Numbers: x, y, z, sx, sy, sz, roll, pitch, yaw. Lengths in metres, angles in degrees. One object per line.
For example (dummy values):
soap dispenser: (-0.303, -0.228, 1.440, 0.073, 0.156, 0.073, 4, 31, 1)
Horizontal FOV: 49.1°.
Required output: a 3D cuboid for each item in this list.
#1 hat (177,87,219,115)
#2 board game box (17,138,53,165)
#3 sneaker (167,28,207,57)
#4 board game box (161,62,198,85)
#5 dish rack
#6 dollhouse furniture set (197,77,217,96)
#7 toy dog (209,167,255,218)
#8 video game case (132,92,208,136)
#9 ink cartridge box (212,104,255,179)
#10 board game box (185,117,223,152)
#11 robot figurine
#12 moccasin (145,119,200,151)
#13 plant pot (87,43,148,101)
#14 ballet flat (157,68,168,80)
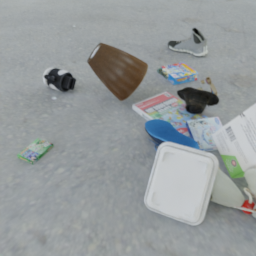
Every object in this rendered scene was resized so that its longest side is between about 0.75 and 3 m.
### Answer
hat: (2.637, -0.933, 10.961, 1.778, 1.778, 0.717, 14, 79, 17)
board game box: (-3.252, 0.804, 9.866, 0.711, 0.154, 1.056, 18, 41, 23)
sneaker: (3.545, -5.222, 16.506, 2.557, 1.477, 0.959, 22, 47, 27)
board game box: (2.595, -2.791, 14.306, 1.381, 0.394, 1.410, -15, 40, -18)
dish rack: (1.402, 1.506, 7.654, 1.739, 2.026, 0.441, 15, -1, 18)
dollhouse furniture set: (3.319, -1.541, 12.513, 1.076, 0.702, 1.016, -21, 59, 7)
toy dog: (2.951, 1.632, 7.788, 2.851, 1.373, 1.881, 8, 39, 11)
video game case: (1.746, -0.569, 11.569, 1.966, 0.240, 2.750, -23, 44, -27)
ink cartridge box: (3.809, 0.345, 8.362, 0.910, 2.167, 1.577, 2, 58, -34)
board game box: (2.899, 0.231, 10.219, 1.260, 0.275, 1.266, -8, 57, -8)
robot figurine: (-3.242, -2.238, 13.144, 1.596, 1.199, 0.996, 20, 59, 23)
moccasin: (1.379, 0.530, 9.636, 1.024, 0.868, 2.546, -25, 36, -16)
plant pot: (-0.583, -2.518, 11.687, 2.094, 1.957, 1.957, 35, 32, -22)
ballet flat: (1.624, -2.423, 12.492, 0.328, 0.328, 0.883, 37, 11, 38)
